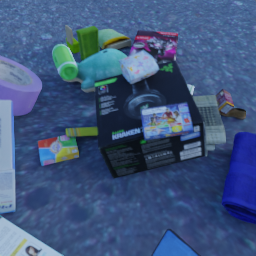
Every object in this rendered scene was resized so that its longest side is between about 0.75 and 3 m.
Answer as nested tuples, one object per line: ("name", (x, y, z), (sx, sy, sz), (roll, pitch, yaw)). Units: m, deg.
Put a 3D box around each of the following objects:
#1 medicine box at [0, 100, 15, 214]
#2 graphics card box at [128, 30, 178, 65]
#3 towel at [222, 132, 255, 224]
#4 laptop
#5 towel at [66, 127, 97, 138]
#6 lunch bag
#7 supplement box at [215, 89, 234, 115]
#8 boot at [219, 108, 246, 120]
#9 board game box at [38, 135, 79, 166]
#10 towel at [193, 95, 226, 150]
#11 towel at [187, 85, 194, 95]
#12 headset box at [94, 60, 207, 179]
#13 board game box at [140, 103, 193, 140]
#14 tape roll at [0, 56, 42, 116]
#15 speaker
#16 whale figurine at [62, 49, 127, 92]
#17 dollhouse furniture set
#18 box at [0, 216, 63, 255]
("medicine box", (-3.142, 0.713, 6.334), (1.058, 2.056, 1.873), (-2, 53, -23))
("graphics card box", (1.039, -3.041, 11.498), (1.819, 0.737, 2.899), (8, 45, 8))
("towel", (3.470, 1.280, 7.012), (1.938, 0.650, 2.625), (16, 45, 15))
("laptop", (0.550, 3.670, 3.784), (2.999, 1.738, 2.808), (-33, 52, -30))
("towel", (-1.329, 0.137, 8.472), (1.077, 0.097, 0.463), (-3, 30, -15))
("lunch bag", (0.289, -1.638, 7.759), (0.842, 0.631, 0.993), (-25, 33, -7))
("supplement box", (3.132, -0.860, 9.156), (0.326, 0.421, 0.762), (26, 40, -17))
("boot", (3.397, -0.553, 9.185), (0.898, 0.339, 0.330), (13, 52, 20))
("board game box", (-2.006, 0.611, 8.065), (1.054, 0.212, 0.806), (-13, 45, -13))
("towel", (1.777, -0.161, 8.594), (2.165, 0.374, 2.085), (-5, 45, 10))
("towel", (1.325, -1.230, 9.980), (1.849, 0.216, 1.410), (13, 46, 13))
("headset box", (0.497, -0.406, 7.919), (2.584, 1.377, 2.967), (-14, 44, 5))
("board game box", (0.857, -0.152, 6.338), (1.084, 0.187, 0.733), (-8, 60, 4))
("tape roll", (-3.944, -1.395, 8.862), (2.191, 0.931, 2.191), (28, 22, -13))
("speaker", (-2.265, -2.364, 9.991), (0.695, 0.695, 1.572), (-15, 47, -15))
("whale figurine", (-1.138, -2.129, 10.046), (2.650, 1.375, 2.108), (11, 44, 23))
("dollhouse furniture set", (-1.264, -4.132, 12.224), (2.568, 1.289, 1.683), (-25, 49, -24))
("box", (-2.079, 2.766, 5.501), (2.612, 0.642, 1.075), (21, 48, 21))
